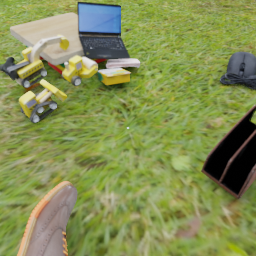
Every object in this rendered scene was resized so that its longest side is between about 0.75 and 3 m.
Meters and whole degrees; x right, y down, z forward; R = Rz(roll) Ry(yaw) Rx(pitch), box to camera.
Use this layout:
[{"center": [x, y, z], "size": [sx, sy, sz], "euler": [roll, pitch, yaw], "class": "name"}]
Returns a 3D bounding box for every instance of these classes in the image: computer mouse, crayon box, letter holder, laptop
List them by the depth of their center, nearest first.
[{"center": [2.463, 0.261, 5.563], "size": [1.827, 1.299, 0.919], "euler": [-40, 61, -23], "class": "letter holder"}, {"center": [-0.464, -1.708, 9.276], "size": [0.801, 0.329, 1.274], "euler": [-12, 22, -16], "class": "crayon box"}, {"center": [-0.821, -3.327, 9.653], "size": [1.632, 0.951, 1.841], "euler": [-6, 58, -23], "class": "laptop"}, {"center": [4.140, -2.197, 9.946], "size": [1.589, 0.605, 2.295], "euler": [9, 38, 14], "class": "computer mouse"}]

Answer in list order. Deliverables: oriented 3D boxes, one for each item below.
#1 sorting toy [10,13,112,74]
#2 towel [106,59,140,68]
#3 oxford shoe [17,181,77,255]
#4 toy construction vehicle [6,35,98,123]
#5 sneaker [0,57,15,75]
[{"center": [-2.415, -3.198, 10.717], "size": [2.838, 0.994, 2.856], "euler": [37, 50, 28], "class": "sorting toy"}, {"center": [-0.192, -2.358, 10.263], "size": [1.197, 0.202, 1.254], "euler": [-1, 19, -2], "class": "towel"}, {"center": [-1.189, 1.876, 4.306], "size": [0.834, 0.816, 2.288], "euler": [9, 49, 15], "class": "oxford shoe"}, {"center": [-2.413, -1.673, 8.332], "size": [2.620, 0.923, 2.281], "euler": [-39, 53, -19], "class": "toy construction vehicle"}, {"center": [-4.327, -2.290, 10.350], "size": [0.534, 0.307, 1.024], "euler": [8, 42, 11], "class": "sneaker"}]
